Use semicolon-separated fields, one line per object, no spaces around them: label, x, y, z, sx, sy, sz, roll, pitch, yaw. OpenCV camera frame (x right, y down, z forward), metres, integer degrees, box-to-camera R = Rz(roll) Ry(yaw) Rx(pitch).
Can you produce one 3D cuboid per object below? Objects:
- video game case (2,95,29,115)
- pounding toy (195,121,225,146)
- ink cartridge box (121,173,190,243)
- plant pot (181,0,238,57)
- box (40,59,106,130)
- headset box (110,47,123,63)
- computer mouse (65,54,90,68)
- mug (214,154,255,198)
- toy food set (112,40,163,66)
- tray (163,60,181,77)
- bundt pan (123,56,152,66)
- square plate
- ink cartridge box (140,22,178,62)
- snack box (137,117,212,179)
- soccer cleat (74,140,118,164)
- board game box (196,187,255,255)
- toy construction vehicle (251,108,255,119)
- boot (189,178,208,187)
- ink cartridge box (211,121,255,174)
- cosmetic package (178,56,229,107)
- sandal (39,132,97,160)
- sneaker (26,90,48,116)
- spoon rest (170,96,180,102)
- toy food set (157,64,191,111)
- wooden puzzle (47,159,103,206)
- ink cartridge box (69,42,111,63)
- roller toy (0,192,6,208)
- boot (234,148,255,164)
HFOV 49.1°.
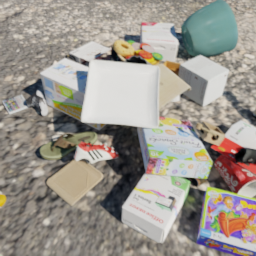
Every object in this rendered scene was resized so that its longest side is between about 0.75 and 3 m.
video game case;-4.921;-1.029;12.263;0.880;0.111;0.965;-24;49;-24
pounding toy;2.611;0.209;9.266;1.066;0.488;0.936;20;22;-19
ink cartridge box;0.826;2.176;8.293;1.351;0.784;1.866;22;46;21
plant pot;4.114;-5.020;14.833;2.182;2.719;2.719;-22;45;1
box;-1.905;-1.430;11.530;2.970;1.671;1.505;25;48;24
headset box;-0.160;-3.228;13.989;1.498;0.798;1.720;4;42;-7
computer mouse;-2.283;-3.217;14.082;2.214;0.377;0.649;25;81;14
mug;3.467;1.394;8.904;0.918;1.221;1.376;-15;41;-11
toy food set;0.502;-3.554;13.469;2.205;0.542;2.227;-19;53;-36
tray;1.941;-2.596;13.758;1.017;0.382;2.061;19;45;20
bundt pan;0.415;-2.013;12.100;0.784;2.089;2.089;1;32;-47
square plate;-0.208;-1.186;9.911;2.602;0.370;2.577;5;64;-2
ink cartridge box;1.636;-4.811;15.540;1.941;1.126;2.630;4;44;-1
snack box;1.422;0.535;9.456;1.950;0.726;2.742;5;29;-7
soccer cleat;-1.079;0.909;9.576;1.733;0.738;0.594;16;20;-46
board game box;3.302;2.757;7.866;2.451;0.549;1.648;12;44;13
toy construction vehicle;5.912;-0.941;10.939;0.748;1.850;2.125;12;21;-33
boot;2.231;1.493;9.418;0.492;0.379;1.014;-10;53;-25
ink cartridge box;4.188;0.616;9.529;1.909;0.594;2.372;33;31;30
cosmetic package;3.273;-2.126;12.494;1.383;1.392;1.663;-28;50;-27
sandal;-2.196;0.489;10.250;2.170;0.619;0.862;-21;47;-21
sneaker;-3.904;-0.953;11.946;0.741;0.491;1.302;-23;62;3
spoon rest;1.637;-1.391;12.136;0.386;0.632;1.273;-32;36;-27
toy food set;1.202;-1.511;10.970;2.201;0.665;1.580;-35;69;-30
wooden puzzle;-1.744;1.727;9.226;1.312;0.264;1.419;31;55;28
ink cartridge box;-2.034;-4.048;15.294;1.547;0.393;1.756;30;51;28
roller toy;-4.341;2.150;8.317;1.178;0.823;1.075;-35;49;-20
boot;4.121;0.741;8.388;1.454;1.198;0.477;10;48;-5
